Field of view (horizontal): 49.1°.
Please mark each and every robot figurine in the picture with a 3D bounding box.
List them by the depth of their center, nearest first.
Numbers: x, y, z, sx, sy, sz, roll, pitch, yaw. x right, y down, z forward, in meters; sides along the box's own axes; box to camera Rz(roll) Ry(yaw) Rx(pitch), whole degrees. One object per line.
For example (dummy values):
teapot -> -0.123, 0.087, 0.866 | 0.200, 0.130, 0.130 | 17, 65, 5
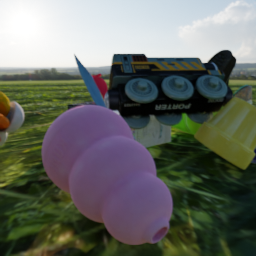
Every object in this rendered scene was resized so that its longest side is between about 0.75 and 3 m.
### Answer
robot figurine -> 2.067, -0.528, 9.131 | 2.120, 1.398, 2.416 | 21, 2, -32

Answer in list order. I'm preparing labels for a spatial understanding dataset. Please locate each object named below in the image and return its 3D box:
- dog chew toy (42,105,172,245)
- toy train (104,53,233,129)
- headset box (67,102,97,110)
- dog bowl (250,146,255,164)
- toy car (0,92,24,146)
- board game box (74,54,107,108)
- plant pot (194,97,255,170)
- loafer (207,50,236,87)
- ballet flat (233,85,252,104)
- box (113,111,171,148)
dog chew toy -> -0.268, 0.613, 3.757 | 1.362, 1.362, 2.188 | -8, 36, -35
toy train -> 0.878, -0.958, 6.422 | 2.942, 1.254, 1.677 | -4, 53, -10
headset box -> -1.503, -0.734, 12.074 | 1.315, 0.663, 1.769 | 8, 14, 34
dog bowl -> 3.241, 0.457, 6.747 | 1.309, 0.516, 1.309 | 0, 12, 0
toy car -> -3.367, 0.042, 6.265 | 1.861, 1.396, 1.629 | -37, -40, 27
board game box -> -1.017, -1.447, 9.976 | 0.568, 2.306, 2.919 | -28, 47, -10
plant pot -> 2.229, 0.048, 5.896 | 1.245, 1.171, 1.245 | 31, 8, -5
loafer -> 3.098, -1.354, 10.049 | 1.061, 2.973, 1.085 | 9, 36, -15
ballet flat -> 3.901, -0.695, 9.835 | 0.766, 0.757, 2.251 | -25, -19, -8
box -> -0.004, -0.074, 8.099 | 1.682, 0.922, 1.906 | -12, 17, -32
